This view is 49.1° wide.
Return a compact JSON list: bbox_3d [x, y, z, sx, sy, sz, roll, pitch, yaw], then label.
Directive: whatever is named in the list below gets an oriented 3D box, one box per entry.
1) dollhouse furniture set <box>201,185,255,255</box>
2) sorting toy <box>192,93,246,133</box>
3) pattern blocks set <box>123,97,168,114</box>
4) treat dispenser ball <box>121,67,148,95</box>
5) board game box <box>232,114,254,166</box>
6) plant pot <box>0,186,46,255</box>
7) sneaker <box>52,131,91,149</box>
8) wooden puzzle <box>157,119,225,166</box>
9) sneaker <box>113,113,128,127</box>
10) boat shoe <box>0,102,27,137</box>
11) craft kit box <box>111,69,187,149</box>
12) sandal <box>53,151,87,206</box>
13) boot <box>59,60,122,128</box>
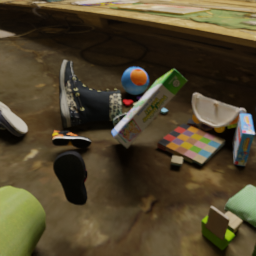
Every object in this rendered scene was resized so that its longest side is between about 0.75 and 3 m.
[{"bbox_3d":[2.947,1.853,6.351,2.261,1.134,1.481,-24,40,-33],"label":"dollhouse furniture set"},{"bbox_3d":[3.424,-0.437,10.140,1.706,1.012,1.895,4,18,-43],"label":"sorting toy"},{"bbox_3d":[0.732,-0.873,11.563,1.517,0.140,1.726,-16,36,-24],"label":"pattern blocks set"},{"bbox_3d":[0.307,-2.091,12.513,1.214,1.214,1.214,0,32,0],"label":"treat dispenser ball"},{"bbox_3d":[3.542,0.353,8.672,0.336,1.177,1.202,8,34,13],"label":"board game box"},{"bbox_3d":[-2.693,2.210,5.203,2.262,2.262,2.148,9,21,14],"label":"plant pot"},{"bbox_3d":[-1.817,0.307,9.083,1.266,0.443,0.569,6,40,-22],"label":"sneaker"},{"bbox_3d":[2.119,0.511,9.338,1.640,0.194,2.766,25,40,34],"label":"wooden puzzle"},{"bbox_3d":[0.107,-0.330,10.465,1.628,0.631,0.649,-17,16,-32],"label":"sneaker"},{"bbox_3d":[-4.576,-0.240,10.265,2.566,0.932,0.805,35,89,35],"label":"boat shoe"},{"bbox_3d":[0.476,-0.540,8.340,0.587,2.389,2.419,39,-1,-5],"label":"craft kit box"},{"bbox_3d":[-1.137,1.015,5.868,0.661,1.759,0.397,12,47,8],"label":"sandal"},{"bbox_3d":[-1.505,-1.383,10.958,2.291,1.095,3.034,-3,59,-9],"label":"boot"}]
